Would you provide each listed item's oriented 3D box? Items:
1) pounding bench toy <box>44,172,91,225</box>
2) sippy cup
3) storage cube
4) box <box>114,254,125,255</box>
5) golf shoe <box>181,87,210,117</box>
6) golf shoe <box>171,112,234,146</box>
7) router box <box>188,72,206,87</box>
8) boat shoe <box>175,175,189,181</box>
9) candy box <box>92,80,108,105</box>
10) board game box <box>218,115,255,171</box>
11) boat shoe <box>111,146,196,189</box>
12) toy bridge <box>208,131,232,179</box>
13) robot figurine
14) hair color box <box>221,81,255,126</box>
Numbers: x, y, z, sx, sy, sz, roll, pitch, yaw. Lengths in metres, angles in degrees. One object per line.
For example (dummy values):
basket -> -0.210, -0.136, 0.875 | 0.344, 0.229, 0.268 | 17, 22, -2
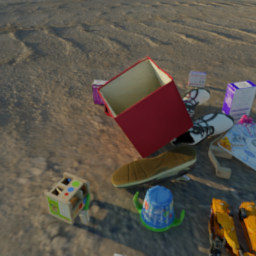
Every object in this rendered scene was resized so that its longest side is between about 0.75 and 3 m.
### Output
pounding bench toy -> -1.540, 2.158, 8.440 | 1.454, 0.904, 1.134 | 17, 38, 22
sippy cup -> 0.882, 2.287, 8.167 | 1.366, 1.001, 1.072 | -4, 36, -7
storage cube -> 0.623, -0.770, 10.674 | 2.700, 2.427, 2.308 | -34, 39, 2
box -> 0.010, 3.587, 7.028 | 0.885, 0.182, 0.690 | 5, 36, 9
golf shoe -> 2.738, -0.998, 13.069 | 2.973, 1.148, 1.310 | -17, 62, -24
golf shoe -> 2.902, 0.189, 11.204 | 2.781, 1.081, 1.314 | -10, 38, 8
router box -> 3.803, -2.676, 15.447 | 0.872, 0.783, 0.213 | 8, 36, 11
boat shoe -> 1.713, 1.683, 9.726 | 0.817, 0.294, 0.254 | 18, 75, 23
candy box -> -0.893, -1.706, 13.761 | 1.656, 1.130, 0.505 | 3, 37, 5
board game box -> 4.892, 0.600, 10.642 | 2.194, 0.284, 2.194 | 36, 53, 24
boat shoe -> 0.913, 1.531, 9.304 | 2.915, 0.945, 1.067 | -17, 33, 5
toy bridge -> 3.522, 0.930, 10.673 | 0.862, 0.349, 2.565 | 12, 37, 17
robot figurine -> 2.980, 2.988, 7.409 | 1.814, 0.728, 2.502 | 4, 35, 6
hair color box -> 4.707, -1.005, 12.063 | 1.048, 1.918, 0.621 | -9, 36, -13
